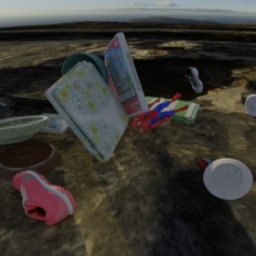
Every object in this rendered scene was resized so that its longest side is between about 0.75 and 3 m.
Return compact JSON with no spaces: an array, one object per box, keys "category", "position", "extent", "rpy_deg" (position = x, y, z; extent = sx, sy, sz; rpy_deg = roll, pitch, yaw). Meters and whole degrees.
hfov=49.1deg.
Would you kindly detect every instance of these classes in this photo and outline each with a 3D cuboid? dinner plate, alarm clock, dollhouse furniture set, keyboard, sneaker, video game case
[{"category":"dinner plate","position":[2.769,1.375,7.812],"extent":[1.299,0.158,1.299],"rpy_deg":[-10,49,11]},{"category":"alarm clock","position":[5.949,-1.426,13.719],"extent":[1.011,0.499,1.498],"rpy_deg":[-5,29,-9]},{"category":"dollhouse furniture set","position":[-0.533,-1.939,12.797],"extent":[2.519,2.227,1.400],"rpy_deg":[-19,33,-31]},{"category":"keyboard","position":[-4.600,-1.177,13.483],"extent":[2.775,0.550,1.444],"rpy_deg":[7,4,16]},{"category":"sneaker","position":[-0.896,-2.000,11.828],"extent":[0.997,1.908,0.718],"rpy_deg":[-16,11,4]},{"category":"video game case","position":[-0.146,-1.786,10.291],"extent":[0.242,2.772,1.982],"rpy_deg":[-19,2,-19]},{"category":"video game case","position":[-3.130,-0.192,11.581],"extent":[1.598,0.176,1.456],"rpy_deg":[5,27,11]},{"category":"sneaker","position":[2.467,-1.865,10.842],"extent":[0.410,1.056,0.738],"rpy_deg":[-29,-19,38]},{"category":"sneaker","position":[-2.348,1.723,7.041],"extent":[2.150,0.792,0.933],"rpy_deg":[17,32,30]},{"category":"sneaker","position":[2.599,1.200,8.694],"extent":[0.859,0.340,0.410],"rpy_deg":[33,33,34]}]

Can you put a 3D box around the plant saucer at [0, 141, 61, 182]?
[{"category":"plant saucer","position":[-3.303,0.959,9.073],"extent":[2.178,0.375,2.178],"rpy_deg":[-1,27,0]}]

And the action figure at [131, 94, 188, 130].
[{"category":"action figure","position":[1.212,-0.620,11.043],"extent":[2.866,0.938,0.741],"rpy_deg":[-26,-5,-34]}]

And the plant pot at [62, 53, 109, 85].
[{"category":"plant pot","position":[-1.472,-2.083,10.974],"extent":[1.831,1.831,1.233],"rpy_deg":[12,26,23]}]

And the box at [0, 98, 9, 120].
[{"category":"box","position":[-6.118,-0.893,11.214],"extent":[1.948,1.014,1.774],"rpy_deg":[15,10,-41]}]

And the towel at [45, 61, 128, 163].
[{"category":"towel","position":[-1.197,-0.614,9.310],"extent":[0.695,2.887,2.471],"rpy_deg":[-25,21,32]}]

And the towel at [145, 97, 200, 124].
[{"category":"towel","position":[1.801,-0.859,12.817],"extent":[2.689,0.314,2.051],"rpy_deg":[9,28,19]}]

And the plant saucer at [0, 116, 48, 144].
[{"category":"plant saucer","position":[-4.173,0.101,10.060],"extent":[2.619,0.657,2.619],"rpy_deg":[-5,11,1]}]

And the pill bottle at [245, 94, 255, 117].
[{"category":"pill bottle","position":[6.247,-1.096,12.489],"extent":[1.812,0.985,0.985],"rpy_deg":[-11,28,-20]}]
